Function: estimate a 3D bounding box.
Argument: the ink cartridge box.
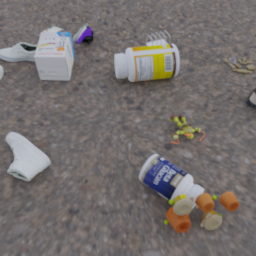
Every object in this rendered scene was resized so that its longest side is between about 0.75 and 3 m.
[{"bbox_3d":[-3.269,-3.222,12.607,1.356,1.333,1.842,0,52,-1],"label":"ink cartridge box"}]

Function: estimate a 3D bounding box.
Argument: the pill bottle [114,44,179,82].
[{"bbox_3d":[0.778,-2.804,12.201,2.669,1.458,1.458,-7,51,-6],"label":"pill bottle"}]

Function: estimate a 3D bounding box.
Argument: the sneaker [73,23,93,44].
[{"bbox_3d":[-2.132,-4.539,13.999,0.588,0.841,1.691,-24,32,35],"label":"sneaker"}]

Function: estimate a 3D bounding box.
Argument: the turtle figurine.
[{"bbox_3d":[2.043,0.011,10.469,1.557,0.502,1.256,-14,50,-21],"label":"turtle figurine"}]

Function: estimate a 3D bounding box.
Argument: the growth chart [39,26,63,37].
[{"bbox_3d":[-4.126,-5.091,14.935,0.837,0.103,1.157,25,55,20],"label":"growth chart"}]

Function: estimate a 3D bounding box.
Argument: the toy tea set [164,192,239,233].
[{"bbox_3d":[2.109,2.335,8.284,2.227,1.324,0.824,1,26,-15],"label":"toy tea set"}]

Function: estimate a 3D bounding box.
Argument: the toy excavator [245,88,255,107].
[{"bbox_3d":[6.119,-1.203,11.372,1.941,0.970,1.888,40,63,13],"label":"toy excavator"}]

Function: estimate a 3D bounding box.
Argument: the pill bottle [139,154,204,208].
[{"bbox_3d":[1.361,1.719,8.785,1.877,1.043,1.043,31,57,23],"label":"pill bottle"}]

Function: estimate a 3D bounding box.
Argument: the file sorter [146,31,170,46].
[{"bbox_3d":[1.495,-4.360,14.002,1.018,0.634,0.707,-18,53,-14],"label":"file sorter"}]

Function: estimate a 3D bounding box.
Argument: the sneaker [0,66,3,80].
[{"bbox_3d":[-6.477,-2.176,12.039,0.892,0.939,2.334,31,56,25],"label":"sneaker"}]

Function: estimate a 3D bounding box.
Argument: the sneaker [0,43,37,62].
[{"bbox_3d":[-5.097,-3.680,13.328,2.277,0.806,0.832,0,51,0],"label":"sneaker"}]

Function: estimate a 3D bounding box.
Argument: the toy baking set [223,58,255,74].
[{"bbox_3d":[5.204,-2.937,13.169,1.410,0.164,1.082,5,48,4],"label":"toy baking set"}]

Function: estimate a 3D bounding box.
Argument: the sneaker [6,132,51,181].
[{"bbox_3d":[-3.772,0.989,9.555,2.000,0.737,1.156,30,53,21],"label":"sneaker"}]
